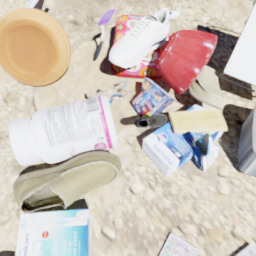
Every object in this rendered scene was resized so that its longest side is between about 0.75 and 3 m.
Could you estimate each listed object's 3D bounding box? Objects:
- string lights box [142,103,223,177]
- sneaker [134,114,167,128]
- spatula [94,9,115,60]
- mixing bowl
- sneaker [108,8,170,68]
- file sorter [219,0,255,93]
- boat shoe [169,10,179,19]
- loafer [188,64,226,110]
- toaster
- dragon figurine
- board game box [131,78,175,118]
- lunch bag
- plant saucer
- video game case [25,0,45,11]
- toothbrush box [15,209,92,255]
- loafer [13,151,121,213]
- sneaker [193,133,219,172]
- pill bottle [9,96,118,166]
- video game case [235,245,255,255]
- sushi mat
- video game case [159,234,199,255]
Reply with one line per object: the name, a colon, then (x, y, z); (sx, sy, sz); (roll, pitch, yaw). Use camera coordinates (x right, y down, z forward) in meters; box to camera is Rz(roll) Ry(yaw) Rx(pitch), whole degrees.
string lights box: (1.708, 0.314, 8.670); (2.332, 0.688, 1.198); (-32, 64, -19)
sneaker: (0.651, -0.147, 7.556); (0.923, 0.490, 0.345); (-13, 95, -8)
spatula: (-0.953, -3.308, 10.110); (0.214, 2.085, 0.589); (38, 45, 16)
mixing bowl: (1.657, -2.254, 8.893); (1.173, 2.167, 2.167); (29, 59, -6)
sneaker: (0.379, -2.993, 9.197); (1.072, 1.129, 2.806); (36, 58, 15)
file sorter: (4.561, -2.669, 9.167); (2.048, 1.837, 2.951); (24, 96, 6)
boat shoe: (1.926, -5.088, 12.547); (0.941, 0.308, 0.346); (-31, 61, -19)
loafer: (2.518, -1.527, 9.228); (0.995, 0.898, 2.630); (20, 29, -21)
toaster: (4.324, 0.457, 8.221); (2.230, 1.323, 2.016); (15, 56, 10)
dragon figurine: (-0.903, -1.018, 9.489); (2.107, 1.047, 0.620); (-24, 86, 16)
board game box: (0.735, -1.014, 9.389); (1.223, 0.377, 1.222); (-42, 63, 25)
lunch bag: (0.647, -3.144, 10.736); (2.441, 1.135, 2.771); (5, 56, 3)
plant saucer: (-3.225, -2.585, 9.318); (2.574, 2.574, 0.482); (-1, 28, -1)
video game case: (-3.731, -4.016, 10.566); (0.237, 1.881, 2.626); (24, 48, -16)
toothbrush box: (-1.802, 2.800, 7.000); (1.731, 0.738, 1.267); (-3, 57, -1)
loafer: (-1.560, 1.531, 7.409); (2.985, 1.135, 1.007); (-19, 38, 0)
sneaker: (2.245, 0.574, 7.877); (0.684, 1.578, 0.592); (-30, 55, -11)
pill bottle: (-1.819, 0.126, 8.206); (2.816, 1.596, 1.596); (-14, 57, -4)
video game case: (2.753, 3.774, 6.706); (1.639, 0.148, 1.173); (-27, 61, -17)
sushi mat: (2.116, -0.194, 8.501); (1.680, 0.102, 0.804); (-3, 54, -8)
video game case: (1.172, 3.360, 7.009); (0.809, 0.102, 1.130); (27, 60, 17)
